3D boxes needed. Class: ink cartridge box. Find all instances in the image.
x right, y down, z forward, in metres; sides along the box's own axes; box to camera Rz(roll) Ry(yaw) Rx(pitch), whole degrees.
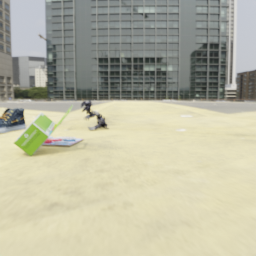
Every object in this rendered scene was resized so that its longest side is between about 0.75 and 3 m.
[{"bbox_3d":[-2.501,-0.142,8.479,0.659,1.740,1.286,41,8,-14],"label":"ink cartridge box"}]

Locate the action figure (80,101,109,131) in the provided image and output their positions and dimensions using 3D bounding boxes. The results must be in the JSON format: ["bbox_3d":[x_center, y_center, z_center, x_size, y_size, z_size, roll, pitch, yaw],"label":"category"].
[{"bbox_3d":[-1.668,-0.435,13.486,0.946,1.853,1.101,-36,40,-2],"label":"action figure"}]

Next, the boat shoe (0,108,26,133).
[{"bbox_3d":[-5.705,-0.362,12.961,0.831,1.066,2.349,3,8,19],"label":"boat shoe"}]

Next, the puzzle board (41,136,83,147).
[{"bbox_3d":[-2.736,0.470,10.249,1.846,0.161,1.391,2,8,10],"label":"puzzle board"}]
